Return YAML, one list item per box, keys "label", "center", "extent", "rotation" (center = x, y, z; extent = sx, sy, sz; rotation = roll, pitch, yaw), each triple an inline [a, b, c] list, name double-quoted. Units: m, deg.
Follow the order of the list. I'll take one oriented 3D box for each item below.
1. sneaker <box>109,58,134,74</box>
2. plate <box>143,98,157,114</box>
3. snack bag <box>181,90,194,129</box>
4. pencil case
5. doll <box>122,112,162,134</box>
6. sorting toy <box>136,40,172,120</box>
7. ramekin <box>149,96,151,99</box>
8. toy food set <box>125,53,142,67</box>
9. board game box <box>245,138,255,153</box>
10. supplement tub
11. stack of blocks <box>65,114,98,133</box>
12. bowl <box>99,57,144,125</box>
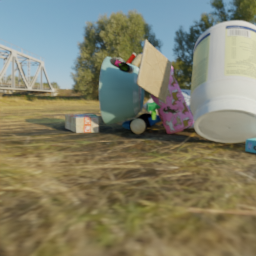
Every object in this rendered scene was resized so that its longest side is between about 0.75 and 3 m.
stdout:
- label: "sneaker"
  center: [-0.233, -1.977, 8.777]
  extent: [0.861, 0.318, 0.377]
  rotation: [31, 15, 12]
- label: "plate"
  center: [1.639, -0.970, 12.724]
  extent: [1.558, 1.555, 0.252]
  rotation: [46, 5, -41]
- label: "snack bag"
  center: [2.790, -0.804, 11.725]
  extent: [1.855, 1.749, 0.199]
  rotation: [2, -13, 14]
- label: "pencil case"
  center: [1.471, -1.093, 10.158]
  extent: [1.118, 2.585, 1.070]
  rotation: [-22, -6, -18]
- label: "doll"
  center: [0.717, -0.256, 11.196]
  extent: [1.884, 0.669, 2.761]
  rotation: [-11, 3, 20]
- label: "sorting toy"
  center: [0.718, -1.356, 8.434]
  extent: [0.308, 2.096, 1.549]
  rotation: [-3, -22, 40]
- label: "ramekin"
  center: [2.317, -1.736, 19.043]
  extent: [1.101, 2.099, 2.099]
  rotation: [-27, 10, -6]
- label: "toy food set"
  center: [0.291, -2.559, 11.537]
  extent: [0.803, 0.757, 1.681]
  rotation: [39, -22, -14]
- label: "board game box"
  center: [3.670, 0.437, 6.686]
  extent: [1.353, 0.317, 1.021]
  rotation: [-4, 7, -31]
- label: "supplement tub"
  center: [2.804, -1.241, 7.796]
  extent: [2.080, 2.869, 2.080]
  rotation: [9, -28, 5]
- label: "stack of blocks"
  center: [-1.804, -0.212, 11.468]
  extent: [1.160, 0.590, 2.015]
  rotation: [-3, 7, -24]
- label: "bowl"
  center: [-0.131, -1.381, 10.651]
  extent: [1.350, 2.582, 2.582]
  rotation: [2, 6, 11]
